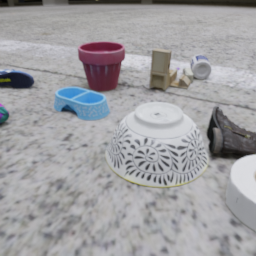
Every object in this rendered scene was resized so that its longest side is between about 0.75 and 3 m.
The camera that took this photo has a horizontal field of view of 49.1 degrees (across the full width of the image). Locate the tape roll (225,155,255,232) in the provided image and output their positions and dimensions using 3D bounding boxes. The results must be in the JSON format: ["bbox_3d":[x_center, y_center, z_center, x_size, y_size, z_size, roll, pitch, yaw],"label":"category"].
[{"bbox_3d":[3.303,1.472,6.279,2.093,0.732,2.093,0,30,0],"label":"tape roll"}]

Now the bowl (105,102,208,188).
[{"bbox_3d":[0.819,0.162,7.914,2.995,1.406,2.995,-1,30,0],"label":"bowl"}]

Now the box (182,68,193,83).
[{"bbox_3d":[2.913,-2.568,13.693,0.373,0.448,1.090,-1,28,3],"label":"box"}]

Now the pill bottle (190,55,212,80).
[{"bbox_3d":[3.647,-3.169,14.230,0.943,0.943,1.697,3,30,5],"label":"pill bottle"}]

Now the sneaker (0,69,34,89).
[{"bbox_3d":[-5.329,-2.327,12.914,2.210,0.817,0.909,5,28,7],"label":"sneaker"}]

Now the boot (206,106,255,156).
[{"bbox_3d":[3.552,0.262,8.505,2.124,0.845,2.439,10,36,8],"label":"boot"}]

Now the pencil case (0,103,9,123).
[{"bbox_3d":[-4.945,-0.243,9.144,0.813,0.883,1.910,38,44,14],"label":"pencil case"}]

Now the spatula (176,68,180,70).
[{"bbox_3d":[2.575,-3.086,14.969,0.217,0.079,0.768,11,32,21],"label":"spatula"}]

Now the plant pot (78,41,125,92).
[{"bbox_3d":[-1.165,-2.720,12.525,2.060,1.844,2.060,1,30,0],"label":"plant pot"}]

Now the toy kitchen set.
[{"bbox_3d":[2.068,-2.760,12.682,1.574,1.741,1.930,14,32,19],"label":"toy kitchen set"}]

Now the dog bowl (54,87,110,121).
[{"bbox_3d":[-1.822,-1.002,10.774,2.432,0.603,1.356,19,35,29],"label":"dog bowl"}]
